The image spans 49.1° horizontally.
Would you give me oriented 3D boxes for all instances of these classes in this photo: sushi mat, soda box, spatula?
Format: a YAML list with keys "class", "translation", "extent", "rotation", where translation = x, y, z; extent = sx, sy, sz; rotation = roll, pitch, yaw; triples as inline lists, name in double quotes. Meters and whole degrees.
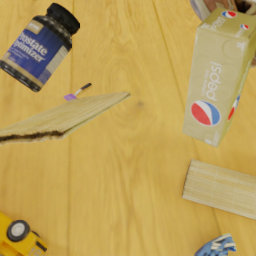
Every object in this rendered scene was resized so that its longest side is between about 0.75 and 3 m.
- class: "sushi mat"
  translation: [2.714, 1.610, 7.194]
  extent: [2.526, 0.153, 1.208]
  rotation: [15, 57, 10]
- class: "sushi mat"
  translation: [-0.966, -0.254, 4.754]
  extent: [1.371, 0.173, 2.866]
  rotation: [-7, 14, 19]
- class: "soda box"
  translation: [1.850, -0.895, 5.828]
  extent: [0.943, 2.785, 0.892]
  rotation: [26, 55, 24]
- class: "spatula"
  translation: [-1.617, -1.204, 9.248]
  extent: [0.307, 0.112, 1.086]
  rotation: [38, 62, 22]

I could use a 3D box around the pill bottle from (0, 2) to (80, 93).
- class: "pill bottle"
  translation: [-1.854, -1.745, 6.055]
  extent: [0.997, 0.997, 1.783]
  rotation: [32, 84, 21]

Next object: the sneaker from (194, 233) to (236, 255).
- class: "sneaker"
  translation: [1.959, 2.729, 6.252]
  extent: [1.019, 0.377, 0.419]
  rotation: [-20, 59, -13]

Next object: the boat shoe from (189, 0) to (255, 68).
- class: "boat shoe"
  translation: [2.398, -2.281, 6.114]
  extent: [2.573, 0.924, 0.974]
  rotation: [33, 52, -32]

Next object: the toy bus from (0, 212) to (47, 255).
- class: "toy bus"
  translation: [-3.325, 2.220, 6.234]
  extent: [2.987, 0.972, 1.169]
  rotation: [25, 58, 17]

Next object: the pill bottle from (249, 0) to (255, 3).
- class: "pill bottle"
  translation: [3.092, -2.842, 6.837]
  extent: [1.792, 0.982, 0.982]
  rotation: [41, 64, 18]
